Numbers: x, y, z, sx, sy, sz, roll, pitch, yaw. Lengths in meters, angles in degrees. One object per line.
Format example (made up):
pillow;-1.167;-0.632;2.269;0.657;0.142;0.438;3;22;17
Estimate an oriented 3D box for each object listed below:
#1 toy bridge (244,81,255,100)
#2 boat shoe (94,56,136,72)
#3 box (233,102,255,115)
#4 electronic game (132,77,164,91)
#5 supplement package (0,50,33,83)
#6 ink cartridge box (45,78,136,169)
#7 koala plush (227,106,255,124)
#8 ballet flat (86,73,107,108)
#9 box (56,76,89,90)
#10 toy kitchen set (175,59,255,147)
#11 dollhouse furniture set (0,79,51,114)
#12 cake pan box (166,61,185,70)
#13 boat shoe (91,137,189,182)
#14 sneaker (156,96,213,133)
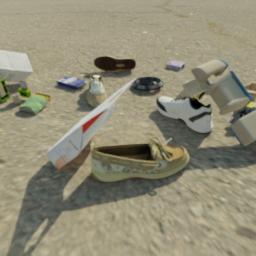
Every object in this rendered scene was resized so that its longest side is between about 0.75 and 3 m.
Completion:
toy bridge;4.538;-1.316;10.800;0.779;0.315;2.316;17;35;25
boat shoe;-0.634;-3.068;13.459;2.002;0.740;0.741;6;18;-2
box;4.306;-0.561;9.436;1.338;0.430;0.469;16;35;23
electronic game;0.813;-1.830;11.681;1.338;0.278;1.338;-3;29;2
supplement package;-4.926;-2.481;11.345;0.904;0.939;1.650;-31;-14;34
ink cartridge box;-0.791;-0.130;7.216;2.440;0.612;1.979;-30;14;34
koala plush;3.629;-0.316;8.978;0.690;0.716;0.779;30;62;22
ballet flat;-1.242;-1.536;10.768;0.782;0.724;2.217;-5;32;-10
box;-2.338;-1.901;11.878;1.234;0.200;0.748;18;36;29
toy kitchen set;3.199;-0.704;9.129;1.648;2.241;2.798;-24;74;-19
dollhouse furniture set;-3.846;-1.236;10.086;2.018;0.779;1.009;12;40;21
cake pan box;2.375;-3.109;13.891;0.808;0.211;0.744;16;37;24
boat shoe;0.344;0.734;6.927;2.529;0.793;0.927;-8;32;-14
sneaker;1.853;-0.700;9.220;0.850;0.922;2.306;-25;38;-33
